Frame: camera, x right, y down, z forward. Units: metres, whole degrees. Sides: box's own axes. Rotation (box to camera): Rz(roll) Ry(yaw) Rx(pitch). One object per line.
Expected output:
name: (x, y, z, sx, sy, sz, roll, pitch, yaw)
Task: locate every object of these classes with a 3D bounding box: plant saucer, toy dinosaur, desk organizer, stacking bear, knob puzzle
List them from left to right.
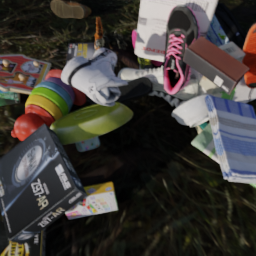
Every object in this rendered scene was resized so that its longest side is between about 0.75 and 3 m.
knob puzzle: (-4.134, -2.132, 10.137, 2.571, 0.357, 2.571, 12, 42, -11)
stacking bear: (-2.547, -0.531, 8.640, 1.469, 1.376, 2.420, 16, 55, 14)
plant saucer: (-1.144, -0.233, 7.982, 2.575, 0.400, 2.575, -15, 16, 4)
toy dinosaur: (-0.741, -2.497, 8.557, 0.813, 1.592, 1.080, -44, 25, -24)
desk organizer: (2.219, -1.622, 7.171, 0.598, 0.557, 1.553, -41, 69, -16)

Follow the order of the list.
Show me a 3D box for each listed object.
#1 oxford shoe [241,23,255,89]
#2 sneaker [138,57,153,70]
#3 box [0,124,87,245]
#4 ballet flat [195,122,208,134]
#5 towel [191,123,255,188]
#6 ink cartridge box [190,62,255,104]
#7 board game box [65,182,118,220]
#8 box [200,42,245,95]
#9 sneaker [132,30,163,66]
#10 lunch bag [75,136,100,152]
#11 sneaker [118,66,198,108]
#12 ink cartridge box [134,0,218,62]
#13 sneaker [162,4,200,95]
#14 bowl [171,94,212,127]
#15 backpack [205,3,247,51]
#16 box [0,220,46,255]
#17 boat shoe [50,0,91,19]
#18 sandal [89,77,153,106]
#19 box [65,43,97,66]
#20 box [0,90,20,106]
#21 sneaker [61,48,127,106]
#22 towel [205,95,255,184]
oxford shoe: (3.548, -2.129, 7.959, 0.835, 2.345, 0.851, -11, 56, 11)
sneaker: (0.651, -2.614, 10.954, 0.500, 0.568, 1.343, -12, 49, -9)
box: (-2.109, 1.178, 6.354, 1.729, 0.470, 2.158, -37, 51, 0)
ballet flat: (2.190, -0.168, 8.811, 0.474, 0.474, 1.364, -11, 49, -10)
towel: (3.289, 0.609, 7.837, 2.523, 0.295, 1.925, 36, 51, 17)
ink cartridge box: (3.520, -1.699, 9.780, 2.536, 1.065, 1.845, -21, 50, -19)
board game box: (-0.918, 1.751, 6.669, 1.249, 0.956, 0.252, -10, 47, -4)
box: (2.633, -1.632, 7.971, 0.688, 1.449, 0.563, -23, 63, -19)
sneaker: (0.973, -3.386, 11.543, 0.930, 0.858, 2.109, -29, 62, -26)
lunch bag: (-1.185, 0.217, 7.645, 0.655, 0.315, 0.817, -15, 85, -34)
sneaker: (1.027, -1.659, 9.658, 2.967, 1.202, 1.115, 20, 49, 19)
ink cartridge box: (1.445, -3.564, 8.593, 2.140, 2.922, 1.209, 13, 49, 4)
sneaker: (1.378, -2.071, 7.847, 0.992, 2.511, 1.198, 10, 32, 20)
bowl: (1.967, -0.409, 8.144, 1.301, 1.301, 0.585, -19, 76, -17)
backpack: (3.187, -3.360, 9.564, 1.310, 1.703, 1.390, -2, 37, 52)
box: (-2.533, 2.846, 6.100, 1.357, 0.419, 1.700, -7, 48, -4)
boat shoe: (-2.824, -5.820, 13.829, 2.170, 0.781, 0.738, 25, 37, 21)
sandal: (-0.238, -1.068, 9.410, 2.238, 0.536, 0.841, -11, 67, 15)
box: (-1.672, -2.697, 11.101, 1.485, 0.453, 1.874, -3, 48, -2)
box: (-4.979, -1.340, 9.911, 2.164, 0.393, 1.562, -11, 49, -10)
sneaker: (-0.585, -1.260, 7.078, 1.289, 0.843, 2.243, 39, 32, 5)
towel: (2.920, 0.275, 7.207, 1.790, 0.290, 2.437, 9, 57, -22)
